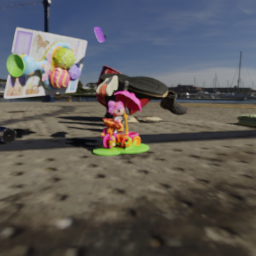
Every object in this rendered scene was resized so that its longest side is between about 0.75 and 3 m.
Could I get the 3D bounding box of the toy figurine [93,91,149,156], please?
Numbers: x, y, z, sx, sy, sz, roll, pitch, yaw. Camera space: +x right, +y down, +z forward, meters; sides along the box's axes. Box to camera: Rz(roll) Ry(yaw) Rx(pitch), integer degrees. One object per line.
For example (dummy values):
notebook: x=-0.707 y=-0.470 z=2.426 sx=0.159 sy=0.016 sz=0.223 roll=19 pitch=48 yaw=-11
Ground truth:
toy figurine: x=-0.199 y=-0.156 z=6.615 sx=1.145 sy=1.404 sz=1.525 roll=6 pitch=10 yaw=42

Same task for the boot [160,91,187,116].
boot: x=2.076 y=-1.176 z=12.851 sx=1.485 sy=0.514 sz=1.293 roll=18 pitch=-22 yaw=9

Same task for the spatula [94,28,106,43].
spatula: x=-0.650 y=-2.247 z=6.827 sx=0.126 sy=0.348 sz=1.230 roll=-20 pitch=14 yaw=7

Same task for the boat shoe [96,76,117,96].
boat shoe: x=-0.530 y=-1.122 z=7.467 sx=0.337 sy=0.384 sz=1.078 roll=1 pitch=28 yaw=15

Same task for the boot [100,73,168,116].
boot: x=0.233 y=-0.991 z=10.943 sx=2.775 sy=1.919 sz=1.075 roll=18 pitch=37 yaw=32

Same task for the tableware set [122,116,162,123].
tableware set: x=0.583 y=-0.411 z=13.674 sx=2.077 sy=0.241 sz=1.735 roll=0 pitch=7 yaw=4

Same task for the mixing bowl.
mixing bowl: x=-0.484 y=-1.505 z=13.381 sx=2.825 sy=1.530 sz=2.825 roll=35 pitch=-3 yaw=2

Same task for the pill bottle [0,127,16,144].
pill bottle: x=-3.498 y=0.185 z=7.840 sx=0.768 sy=0.430 sz=0.430 roll=7 pitch=10 yaw=43

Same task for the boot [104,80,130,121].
boot: x=-0.362 y=-0.954 z=9.521 sx=0.545 sy=1.370 sz=1.574 roll=-9 pitch=9 yaw=-31

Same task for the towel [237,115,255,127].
towel: x=6.180 y=-0.308 z=11.531 sx=2.153 sy=0.530 sz=2.903 roll=-3 pitch=7 yaw=-17

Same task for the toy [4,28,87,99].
toy: x=-1.659 y=-1.392 z=6.621 sx=0.600 sy=1.464 sz=2.542 roll=25 pitch=19 yaw=21
